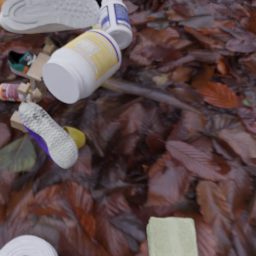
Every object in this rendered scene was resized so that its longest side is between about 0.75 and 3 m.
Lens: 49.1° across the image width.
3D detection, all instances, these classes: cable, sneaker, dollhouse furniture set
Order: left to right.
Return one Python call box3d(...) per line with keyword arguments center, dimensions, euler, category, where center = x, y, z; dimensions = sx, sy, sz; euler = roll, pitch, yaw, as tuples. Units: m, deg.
box3d(center=(-2.759, 3.800, 7.417), dimensions=(1.788, 0.619, 1.787), euler=(34, 61, 22), category="cable")
box3d(center=(-4.010, -2.612, 11.818), dimensions=(2.449, 0.978, 0.874), euler=(15, 56, 11), category="sneaker")
box3d(center=(-1.736, 0.138, 6.068), dimensions=(0.581, 1.671, 0.831), euler=(-41, 22, -19), category="sneaker")
box3d(center=(-2.416, -1.208, 8.650), dimensions=(1.222, 1.431, 2.760), euler=(22, 55, -6), category="dollhouse furniture set")
box3d(center=(-2.297, -3.412, 8.454), dimensions=(2.971, 1.196, 1.135), euler=(-12, 97, -26), category="sneaker")

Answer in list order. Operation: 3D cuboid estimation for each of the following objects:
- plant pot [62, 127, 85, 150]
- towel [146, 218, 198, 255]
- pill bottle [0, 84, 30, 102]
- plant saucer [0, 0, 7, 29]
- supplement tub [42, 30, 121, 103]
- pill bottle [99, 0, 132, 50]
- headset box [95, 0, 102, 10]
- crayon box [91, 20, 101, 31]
box3d(center=(-1.902, 0.414, 9.795), dimensions=(0.656, 0.924, 0.924), euler=(0, 49, -34), category="plant pot")
box3d(center=(1.268, 3.471, 7.823), dimensions=(1.443, 0.355, 1.945), euler=(-1, 54, 0), category="towel")
box3d(center=(-4.393, -1.384, 11.122), dimensions=(1.225, 0.671, 0.671), euler=(5, 54, 3), category="pill bottle")
box3d(center=(-4.707, -4.569, 9.736), dimensions=(0.473, 2.529, 2.529), euler=(5, 44, -42), category="plant saucer")
box3d(center=(-1.180, -1.615, 7.347), dimensions=(1.352, 1.352, 1.859), euler=(26, 49, 17), category="supplement tub")
box3d(center=(-0.409, -3.264, 8.560), dimensions=(0.888, 0.888, 1.599), euler=(-6, 64, -4), category="pill bottle")
box3d(center=(-1.839, -4.974, 10.086), dimensions=(2.032, 1.055, 2.731), euler=(8, 12, 1), category="headset box")
box3d(center=(-1.165, -4.883, 13.708), dimensions=(1.156, 0.567, 1.946), euler=(-10, 55, -7), category="crayon box")
